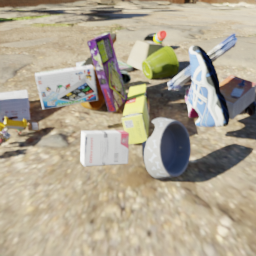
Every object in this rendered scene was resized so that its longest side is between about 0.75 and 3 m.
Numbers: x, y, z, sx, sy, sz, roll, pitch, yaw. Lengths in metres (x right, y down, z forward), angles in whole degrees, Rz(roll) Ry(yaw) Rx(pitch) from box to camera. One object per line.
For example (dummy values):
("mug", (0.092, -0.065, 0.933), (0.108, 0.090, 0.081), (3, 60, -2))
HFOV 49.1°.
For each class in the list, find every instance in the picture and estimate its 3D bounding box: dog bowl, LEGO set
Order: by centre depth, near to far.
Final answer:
("dog bowl", (1.035, 0.522, 7.116), (0.469, 1.599, 1.599), (-3, 20, 44))
("LEGO set", (-3.882, 0.240, 8.988), (0.953, 0.771, 2.071), (43, 34, 4))

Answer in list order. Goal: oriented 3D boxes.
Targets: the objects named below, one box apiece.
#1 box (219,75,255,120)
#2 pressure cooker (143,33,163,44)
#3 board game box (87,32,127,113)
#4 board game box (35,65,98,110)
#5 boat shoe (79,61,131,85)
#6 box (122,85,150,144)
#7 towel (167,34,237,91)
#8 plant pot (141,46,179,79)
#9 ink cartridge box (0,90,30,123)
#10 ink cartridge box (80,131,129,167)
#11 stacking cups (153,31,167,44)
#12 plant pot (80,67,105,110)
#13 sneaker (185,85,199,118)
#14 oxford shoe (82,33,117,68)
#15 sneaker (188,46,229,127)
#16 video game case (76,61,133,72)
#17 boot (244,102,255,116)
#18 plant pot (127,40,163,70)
("box", (3.397, -1.032, 9.226), (1.304, 0.694, 0.993), (-37, 46, -24))
("pressure cooker", (1.734, -5.962, 19.361), (1.086, 1.103, 1.235), (42, 42, 9))
("board game box", (-0.731, -2.162, 10.862), (0.443, 2.745, 1.648), (-6, 24, 24))
("board game box", (-1.861, -1.246, 8.609), (1.733, 1.094, 0.300), (-11, 28, -12))
("boat shoe", (-0.953, -2.431, 12.501), (2.590, 0.943, 0.800), (8, 6, -42))
("box", (0.334, -0.562, 9.638), (0.674, 1.012, 2.690), (-8, 28, 11))
("towel", (2.663, -2.222, 10.061), (2.725, 0.324, 2.001), (-36, -5, 17))
("plant pot", (1.524, -3.168, 14.204), (1.468, 1.524, 1.524), (-24, 36, -15))
("ink cartridge box", (-4.582, -0.704, 10.866), (1.467, 0.457, 1.824), (-10, 49, -17))
("ink cartridge box", (-0.547, 0.456, 6.432), (1.039, 0.757, 0.441), (-1, 9, -23))
("stacking cups", (1.279, -3.699, 11.329), (0.430, 0.430, 1.422), (1, 10, 1))
("plant pot", (-1.846, -1.608, 11.114), (1.490, 1.627, 1.627), (9, 30, 22))
("sneaker", (2.444, -1.326, 9.976), (0.820, 2.016, 0.889), (-5, 50, -13))
("oxford shoe", (-1.071, -3.040, 11.748), (0.755, 0.755, 2.118), (22, 74, 48))
("sneaker", (2.178, -1.157, 8.311), (0.978, 2.539, 0.961), (-14, 6, 34))
("video game case", (-1.348, -3.428, 15.652), (2.260, 0.274, 2.482), (-20, 35, -30))
("boot", (4.801, -0.813, 10.866), (0.561, 0.433, 1.158), (-3, 28, -1))
("plant pot", (1.054, -3.980, 15.276), (1.542, 1.367, 1.544), (-8, 29, -35))
